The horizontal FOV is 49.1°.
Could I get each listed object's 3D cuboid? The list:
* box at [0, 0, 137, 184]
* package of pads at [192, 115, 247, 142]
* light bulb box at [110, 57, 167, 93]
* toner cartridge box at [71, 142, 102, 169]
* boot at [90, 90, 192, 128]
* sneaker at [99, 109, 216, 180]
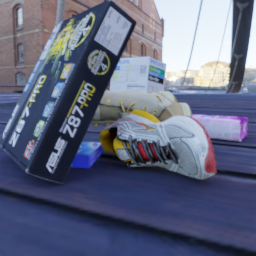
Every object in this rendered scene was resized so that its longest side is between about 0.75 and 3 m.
[{"bbox_3d":[-1.168,-0.655,4.805,0.664,2.704,2.180,28,-8,-33],"label":"box"},{"bbox_3d":[2.302,-0.023,7.420,1.515,0.573,0.913,6,12,33],"label":"package of pads"},{"bbox_3d":[0.459,-2.216,14.548,2.507,2.529,1.578,8,2,39],"label":"light bulb box"},{"bbox_3d":[-0.840,0.481,5.214,0.514,0.234,1.083,4,9,6],"label":"toner cartridge box"},{"bbox_3d":[0.137,-0.254,6.007,2.069,0.969,2.662,3,23,-7],"label":"boot"},{"bbox_3d":[0.373,0.352,4.518,1.008,0.955,2.454,-25,19,-27],"label":"sneaker"}]
